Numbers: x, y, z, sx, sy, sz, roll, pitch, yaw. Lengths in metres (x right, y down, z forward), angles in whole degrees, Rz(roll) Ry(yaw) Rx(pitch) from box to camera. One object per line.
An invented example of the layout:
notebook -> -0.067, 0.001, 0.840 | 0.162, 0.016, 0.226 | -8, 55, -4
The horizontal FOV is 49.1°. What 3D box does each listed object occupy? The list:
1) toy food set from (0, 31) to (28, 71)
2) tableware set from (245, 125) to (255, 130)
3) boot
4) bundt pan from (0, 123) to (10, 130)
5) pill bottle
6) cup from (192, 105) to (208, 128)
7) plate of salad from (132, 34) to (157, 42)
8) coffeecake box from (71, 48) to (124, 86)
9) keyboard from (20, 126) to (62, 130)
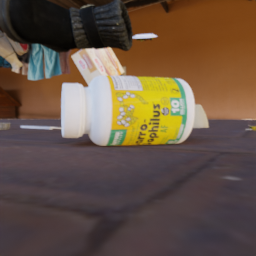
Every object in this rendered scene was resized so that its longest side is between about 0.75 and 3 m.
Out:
toy food set -> -3.322, -2.870, 7.088 | 0.406, 2.580, 1.640 | -24, 32, 17
tableware set -> 5.673, -0.010, 12.287 | 0.852, 0.194, 1.265 | 2, 3, 34
boot -> -1.254, -2.535, 6.700 | 2.296, 1.156, 3.072 | 3, 8, 17
bundt pan -> -5.600, -0.066, 12.308 | 0.807, 0.303, 0.807 | 0, 3, 0
pill bottle -> -0.064, -0.355, 5.880 | 2.571, 1.450, 1.450 | 0, 2, -17
cup -> 3.349, -0.610, 14.633 | 1.655, 1.184, 1.655 | 0, 3, 0
plate of salad -> 0.524, -2.901, 9.056 | 0.831, 0.200, 0.831 | -3, 23, 1
coffeecake box -> -1.255, -2.770, 12.333 | 0.826, 1.735, 2.260 | -23, 15, 27
keyboard -> -4.177, -0.022, 13.320 | 2.354, 0.126, 0.663 | 2, 3, 36
